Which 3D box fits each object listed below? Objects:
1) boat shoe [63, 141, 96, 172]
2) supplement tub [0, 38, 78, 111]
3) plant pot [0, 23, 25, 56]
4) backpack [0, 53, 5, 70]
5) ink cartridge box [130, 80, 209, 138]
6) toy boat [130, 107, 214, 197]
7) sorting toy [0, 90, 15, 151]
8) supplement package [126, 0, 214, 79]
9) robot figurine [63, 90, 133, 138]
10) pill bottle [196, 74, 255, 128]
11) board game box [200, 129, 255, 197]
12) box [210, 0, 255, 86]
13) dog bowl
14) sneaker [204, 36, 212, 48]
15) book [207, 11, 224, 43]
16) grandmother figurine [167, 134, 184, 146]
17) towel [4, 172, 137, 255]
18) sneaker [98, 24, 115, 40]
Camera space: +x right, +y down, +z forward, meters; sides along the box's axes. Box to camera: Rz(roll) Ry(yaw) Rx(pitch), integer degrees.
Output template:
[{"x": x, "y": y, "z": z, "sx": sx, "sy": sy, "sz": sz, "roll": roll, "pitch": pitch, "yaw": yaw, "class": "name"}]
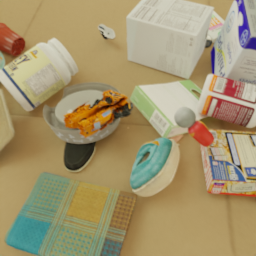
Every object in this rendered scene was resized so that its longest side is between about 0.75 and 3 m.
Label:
[{"x": -1.310, "y": 0.101, "z": 8.492, "sx": 0.933, "sy": 0.799, "sz": 2.549, "roll": 16, "pitch": 58, "yaw": 7, "class": "boat shoe"}, {"x": -2.871, "y": -1.739, "z": 9.078, "sx": 2.145, "sy": 1.555, "sz": 1.555, "roll": -40, "pitch": 63, "yaw": -12, "class": "supplement tub"}, {"x": -4.615, "y": -3.339, "z": 10.786, "sx": 1.009, "sy": 1.038, "sz": 1.038, "roll": 30, "pitch": 60, "yaw": 10, "class": "plant pot"}, {"x": -5.531, "y": -2.191, "z": 9.353, "sx": 2.263, "sy": 1.919, "sz": 2.549, "roll": 34, "pitch": 67, "yaw": 22, "class": "backpack"}, {"x": 1.630, "y": -0.719, "z": 9.146, "sx": 2.604, "sy": 0.624, "sz": 1.895, "roll": -12, "pitch": 51, "yaw": -38, "class": "ink cartridge box"}, {"x": 0.948, "y": 0.548, "z": 7.221, "sx": 1.136, "sy": 2.445, "sz": 2.055, "roll": 44, "pitch": 25, "yaw": -8, "class": "toy boat"}, {"x": -4.066, "y": -0.222, "z": 8.377, "sx": 1.852, "sy": 0.333, "sz": 2.486, "roll": -44, "pitch": 56, "yaw": 23, "class": "sorting toy"}, {"x": 1.452, "y": -3.361, "z": 10.154, "sx": 2.476, "sy": 1.879, "sz": 1.866, "roll": 22, "pitch": 58, "yaw": 17, "class": "supplement package"}, {"x": -0.748, "y": -0.460, "z": 7.611, "sx": 1.343, "sy": 0.539, "sz": 1.852, "roll": 24, "pitch": 48, "yaw": 39, "class": "robot figurine"}, {"x": 3.238, "y": -0.723, "z": 8.250, "sx": 2.176, "sy": 1.229, "sz": 1.229, "roll": 19, "pitch": 57, "yaw": 13, "class": "pill bottle"}, {"x": 3.420, "y": 0.942, "z": 7.770, "sx": 2.574, "sy": 0.596, "sz": 1.950, "roll": 4, "pitch": 43, "yaw": 3, "class": "board game box"}, {"x": 3.834, "y": -2.526, "z": 9.070, "sx": 1.414, "sy": 2.694, "sz": 2.478, "roll": 9, "pitch": 56, "yaw": -1, "class": "box"}, {"x": -1.323, "y": -0.466, "z": 8.567, "sx": 2.393, "sy": 0.702, "sz": 2.393, "roll": -5, "pitch": 41, "yaw": 4, "class": "dog bowl"}, {"x": 2.720, "y": -3.560, "z": 11.270, "sx": 1.280, "sy": 0.477, "sz": 0.558, "roll": 11, "pitch": 47, "yaw": -2, "class": "sneaker"}, {"x": 3.525, "y": -4.276, "z": 11.807, "sx": 1.039, "sy": 0.374, "sz": 1.555, "roll": -25, "pitch": 61, "yaw": -13, "class": "book"}, {"x": 1.360, "y": 0.434, "z": 8.596, "sx": 0.800, "sy": 0.242, "sz": 0.485, "roll": -40, "pitch": 44, "yaw": -20, "class": "grandmother figurine"}, {"x": -1.372, "y": 2.253, "z": 6.956, "sx": 2.832, "sy": 0.307, "sz": 2.077, "roll": 9, "pitch": 50, "yaw": 16, "class": "towel"}, {"x": -0.770, "y": -3.619, "z": 10.937, "sx": 0.349, "sy": 0.535, "sz": 0.956, "roll": -38, "pitch": 61, "yaw": -7, "class": "sneaker"}]
